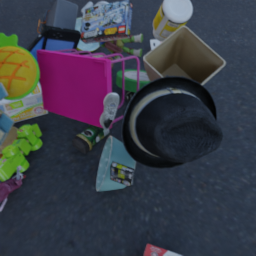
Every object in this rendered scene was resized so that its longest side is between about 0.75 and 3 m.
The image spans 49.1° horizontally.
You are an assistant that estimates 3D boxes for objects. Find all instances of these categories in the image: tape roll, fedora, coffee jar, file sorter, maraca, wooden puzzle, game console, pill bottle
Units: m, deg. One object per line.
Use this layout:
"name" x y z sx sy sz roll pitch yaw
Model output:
"tape roll" 0.500 -2.164 12.895 2.095 0.504 2.095 6 27 -3
"fedora" 1.367 0.083 7.302 2.976 2.976 1.359 -16 24 -15
"coffee jar" -1.446 0.342 10.849 0.762 0.623 1.461 29 52 25
"file sorter" -1.189 -1.422 8.811 2.780 1.932 1.743 16 28 32
"maraca" -3.249 -1.679 7.613 1.424 1.111 2.077 -30 76 -9
"wooden puzzle" -3.934 -0.009 7.093 1.748 2.947 0.207 39 21 6
"game console" -2.649 -2.257 9.422 1.859 2.114 1.230 0 68 -25
"pill bottle" 1.589 -4.096 10.724 1.112 1.985 1.112 1 82 -10

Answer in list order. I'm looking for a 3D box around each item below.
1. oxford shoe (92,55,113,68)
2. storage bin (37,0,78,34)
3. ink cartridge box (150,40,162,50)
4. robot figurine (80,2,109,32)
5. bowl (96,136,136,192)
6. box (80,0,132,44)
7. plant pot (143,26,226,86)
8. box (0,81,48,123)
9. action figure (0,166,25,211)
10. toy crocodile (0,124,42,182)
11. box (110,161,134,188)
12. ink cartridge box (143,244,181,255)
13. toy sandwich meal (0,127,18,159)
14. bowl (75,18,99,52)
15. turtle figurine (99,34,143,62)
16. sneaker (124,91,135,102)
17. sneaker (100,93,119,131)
"oxford shoe" -2.080 -3.016 13.895 2.805 0.993 1.035 -23 43 -39
"storage bin" -2.607 -3.814 10.527 1.410 1.301 1.938 12 75 -26
"ink cartridge box" 2.199 -4.266 15.286 1.989 0.675 1.145 0 46 0
"robot figurine" -1.211 -4.506 11.638 1.539 1.025 1.815 43 67 -12
"bowl" -0.369 1.280 9.329 0.976 1.866 1.866 15 44 -13
"box" -0.745 -3.541 9.446 1.746 0.348 1.195 1 80 25
"plant pot" 1.838 -1.942 10.021 2.000 1.773 2.002 -41 77 -13
"box" -4.634 -1.065 11.810 2.136 1.201 1.082 -18 49 -17
"action figure" -3.905 1.968 9.170 1.065 1.183 1.589 -16 8 29
"toy crocodile" -3.940 0.768 10.147 0.858 0.938 2.778 -9 37 23
"box" -0.174 1.291 7.744 0.650 0.811 0.180 19 54 10
"ink cartridge box" 0.795 4.040 7.235 1.160 0.655 1.581 14 48 14
"toy sandwich meal" -4.807 0.520 10.807 1.504 0.515 1.504 0 42 0
"bowl" -2.515 -5.040 15.641 1.897 1.897 1.021 -28 9 -25
"turtle figurine" -0.239 -3.453 11.589 1.714 1.767 1.272 8 78 12
"sneaker" 0.349 -1.684 12.923 0.635 0.592 1.602 26 44 35
"sneaker" -0.406 -0.365 6.649 0.372 0.995 0.408 2 39 -20
